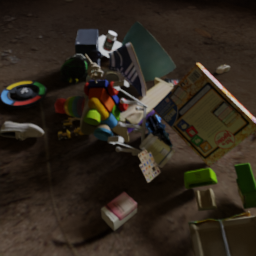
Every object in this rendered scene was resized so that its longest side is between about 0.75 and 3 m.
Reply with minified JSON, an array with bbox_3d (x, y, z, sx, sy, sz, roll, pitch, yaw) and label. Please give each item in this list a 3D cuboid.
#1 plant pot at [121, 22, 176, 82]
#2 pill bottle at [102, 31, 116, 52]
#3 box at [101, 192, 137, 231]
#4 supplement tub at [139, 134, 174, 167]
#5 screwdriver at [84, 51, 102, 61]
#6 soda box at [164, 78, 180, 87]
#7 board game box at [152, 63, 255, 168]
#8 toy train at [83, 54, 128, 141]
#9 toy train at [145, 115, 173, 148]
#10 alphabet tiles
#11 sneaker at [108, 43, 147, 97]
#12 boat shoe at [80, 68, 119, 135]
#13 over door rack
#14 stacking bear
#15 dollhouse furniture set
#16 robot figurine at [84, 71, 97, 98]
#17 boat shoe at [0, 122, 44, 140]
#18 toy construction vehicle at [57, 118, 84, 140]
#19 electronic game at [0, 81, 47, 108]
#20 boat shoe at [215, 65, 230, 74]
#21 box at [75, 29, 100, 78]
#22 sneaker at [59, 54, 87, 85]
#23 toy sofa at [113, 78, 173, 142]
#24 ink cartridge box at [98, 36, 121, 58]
[{"bbox_3d":[0.596,-3.146,12.725,1.807,2.684,2.684,-41,45,10],"label":"plant pot"},{"bbox_3d":[-0.817,-3.800,12.317,0.449,0.788,0.449,17,36,-13],"label":"pill bottle"},{"bbox_3d":[-0.262,2.427,8.199,0.913,0.497,0.584,-31,50,-30],"label":"box"},{"bbox_3d":[0.905,0.710,8.951,0.971,0.704,0.704,40,52,8],"label":"supplement tub"},{"bbox_3d":[-1.492,-2.765,10.764,0.384,0.368,2.639,-36,22,-8],"label":"screwdriver"},{"bbox_3d":[2.580,-1.671,12.617,2.058,0.728,0.652,10,40,11],"label":"soda box"},{"bbox_3d":[2.527,-0.399,9.318,2.799,2.120,0.648,47,27,5],"label":"board game box"},{"bbox_3d":[-1.035,-0.812,8.904,1.139,2.691,1.557,2,61,24],"label":"toy train"},{"bbox_3d":[1.116,0.253,10.274,0.721,0.950,1.663,-27,45,5],"label":"toy train"},{"bbox_3d":[0.580,1.084,8.179,0.031,0.829,0.693,-25,2,43],"label":"alphabet tiles"},{"bbox_3d":[-0.074,-1.992,10.407,1.106,2.039,0.715,-20,13,0],"label":"sneaker"},{"bbox_3d":[-1.164,-1.003,10.725,0.984,2.634,0.901,18,18,-35],"label":"boat shoe"},{"bbox_3d":[-0.080,-0.192,8.813,0.820,2.463,1.820,-1,75,20],"label":"over door rack"},{"bbox_3d":[-2.274,-0.880,11.610,1.672,1.015,0.951,4,2,22],"label":"stacking bear"},{"bbox_3d":[2.762,2.717,7.782,1.960,1.501,2.991,-13,58,15],"label":"dollhouse furniture set"},{"bbox_3d":[-1.243,-1.806,11.967,1.595,1.881,1.062,-36,86,-8],"label":"robot figurine"},{"bbox_3d":[-4.095,0.180,10.674,1.772,0.638,0.607,11,54,10],"label":"boat shoe"},{"bbox_3d":[-2.265,-0.011,11.025,1.055,0.372,0.918,-8,43,-9],"label":"toy construction vehicle"},{"bbox_3d":[-4.739,-1.546,12.716,2.029,0.422,2.029,0,41,0],"label":"electronic game"},{"bbox_3d":[4.822,-3.043,14.476,0.953,0.342,0.284,-18,40,-25],"label":"boat shoe"},{"bbox_3d":[-2.015,-3.768,14.167,1.064,1.812,1.782,-1,42,-2],"label":"box"},{"bbox_3d":[-2.358,-2.632,11.783,0.993,2.545,1.084,12,81,-23],"label":"sneaker"},{"bbox_3d":[0.712,-0.668,10.927,2.783,1.152,1.358,-38,51,-25],"label":"toy sofa"},{"bbox_3d":[-1.125,-4.383,15.963,2.227,0.558,1.806,32,49,17],"label":"ink cartridge box"}]
